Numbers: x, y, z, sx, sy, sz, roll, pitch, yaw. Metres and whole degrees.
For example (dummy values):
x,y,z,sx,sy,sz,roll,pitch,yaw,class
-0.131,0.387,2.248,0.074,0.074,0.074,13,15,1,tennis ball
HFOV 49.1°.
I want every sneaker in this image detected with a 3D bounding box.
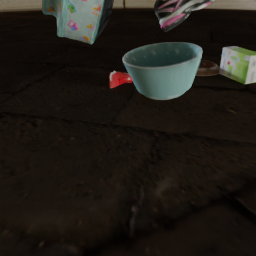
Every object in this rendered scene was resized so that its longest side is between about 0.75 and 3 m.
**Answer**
x,y,z,sx,sy,sz,roll,pitch,yaw,class
1.838,-4.025,8.382,2.409,1.040,0.968,-31,3,10,sneaker
-0.280,-2.028,11.547,0.851,0.577,1.473,2,30,7,sneaker

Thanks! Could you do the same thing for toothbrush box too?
x,y,z,sx,sy,sz,roll,pitch,yaw,class
4.865,-2.765,12.211,0.718,1.215,1.669,-11,31,-19,toothbrush box

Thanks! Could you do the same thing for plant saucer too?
x,y,z,sx,sy,sz,roll,pitch,yaw,class
3.431,-2.958,13.545,2.009,0.322,2.009,-1,29,0,plant saucer

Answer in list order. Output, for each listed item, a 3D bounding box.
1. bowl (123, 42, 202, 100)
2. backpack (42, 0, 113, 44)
x,y,z,sx,sy,sz,roll,pitch,yaw,class
0.884,-1.402,7.113,1.954,1.022,1.954,-6,31,4,bowl
-0.775,-2.212,4.602,1.178,1.351,1.537,9,57,-17,backpack
